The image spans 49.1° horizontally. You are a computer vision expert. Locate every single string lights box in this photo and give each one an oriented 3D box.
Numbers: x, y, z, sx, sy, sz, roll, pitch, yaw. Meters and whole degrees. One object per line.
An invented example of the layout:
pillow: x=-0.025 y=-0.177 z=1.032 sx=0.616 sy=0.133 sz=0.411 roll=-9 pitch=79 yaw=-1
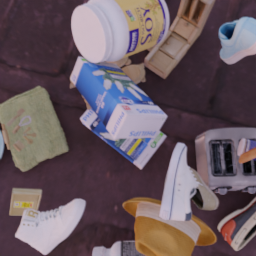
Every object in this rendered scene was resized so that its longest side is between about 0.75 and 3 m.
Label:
string lights box: x=-0.188 y=0.073 z=10.186 sx=2.806 sy=0.827 sz=1.442 roll=37 pitch=80 yaw=7
string lights box: x=-0.361 y=-0.874 z=7.932 sx=2.819 sy=1.448 sz=0.831 roll=50 pitch=126 yaw=36

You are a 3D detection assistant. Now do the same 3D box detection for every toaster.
toaster: x=3.551 y=1.058 z=9.682 sx=2.165 sy=1.420 sz=2.394 roll=-1 pitch=77 yaw=-1

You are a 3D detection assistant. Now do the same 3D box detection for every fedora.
fedora: x=0.863 y=2.663 z=6.868 sx=2.521 sy=2.521 sz=1.028 roll=22 pitch=59 yaw=5

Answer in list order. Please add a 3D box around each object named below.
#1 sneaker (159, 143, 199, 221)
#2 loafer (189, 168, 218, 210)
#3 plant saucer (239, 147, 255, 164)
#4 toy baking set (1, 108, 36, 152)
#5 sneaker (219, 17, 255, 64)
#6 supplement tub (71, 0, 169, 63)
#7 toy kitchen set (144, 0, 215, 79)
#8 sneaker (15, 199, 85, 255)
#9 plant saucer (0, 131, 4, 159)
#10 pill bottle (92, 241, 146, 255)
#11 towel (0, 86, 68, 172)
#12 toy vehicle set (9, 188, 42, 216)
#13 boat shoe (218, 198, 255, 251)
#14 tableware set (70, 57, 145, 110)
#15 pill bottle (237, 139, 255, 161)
sneaker: x=1.191 y=1.191 z=6.219 sx=0.702 sy=0.724 sz=1.984 roll=13 pitch=49 yaw=8
loafer: x=1.833 y=1.672 z=7.873 sx=0.537 sy=0.595 sz=1.573 roll=-6 pitch=37 yaw=-38
plant saucer: x=3.406 y=0.602 z=7.334 sx=1.130 sy=1.130 sz=0.212 roll=-24 pitch=78 yaw=-5
toy baking set: x=-2.883 y=0.068 z=7.347 sx=0.823 sy=0.125 sz=1.072 roll=-22 pitch=102 yaw=-35
sneaker: x=3.031 y=-2.567 z=7.939 sx=1.070 sy=2.612 sz=0.966 roll=35 pitch=91 yaw=-3
supplement tub: x=-0.203 y=-2.994 z=8.192 sx=2.470 sy=1.796 sz=1.796 roll=-31 pitch=78 yaw=-33
toy kitchen set: x=1.371 y=-3.726 z=10.251 sx=2.082 sy=2.303 sz=2.552 roll=36 pitch=76 yaw=8
sneaker: x=-1.762 y=2.000 z=6.059 sx=0.996 sy=0.635 sz=1.723 roll=37 pitch=109 yaw=-17
plant saucer: x=-5.640 y=0.746 z=10.246 sx=2.359 sy=0.454 sz=2.359 roll=0 pitch=78 yaw=1
pill bottle: x=0.278 y=4.419 z=8.875 sx=2.744 sy=1.590 sz=1.590 roll=-2 pitch=78 yaw=1
towel: x=-3.550 y=-0.023 z=10.384 sx=2.094 sy=0.515 sz=2.823 roll=-25 pitch=78 yaw=-6
toy vehicle set: x=-2.935 y=2.134 z=7.966 sx=0.755 sy=1.215 sz=0.161 roll=8 pitch=43 yaw=-21
boat shoe: x=4.445 y=2.920 z=9.343 sx=2.951 sy=1.050 sz=0.923 roll=-33 pitch=36 yaw=-3
tableware set: x=-0.804 y=-1.906 z=10.372 sx=2.838 sy=0.329 sz=2.370 roll=-26 pitch=49 yaw=-1
pill bottle: x=3.772 y=0.687 z=8.243 sx=0.949 sy=0.549 sz=0.549 roll=15 pitch=78 yaw=12
